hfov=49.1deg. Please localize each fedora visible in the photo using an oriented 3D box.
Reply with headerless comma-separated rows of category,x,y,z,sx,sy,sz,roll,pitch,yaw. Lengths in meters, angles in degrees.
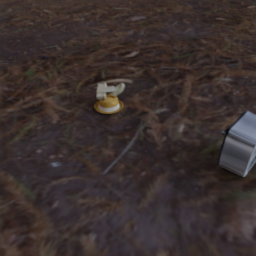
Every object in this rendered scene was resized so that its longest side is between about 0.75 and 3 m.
fedora,-0.861,-1.115,12.365,1.286,0.524,1.286,1,37,0

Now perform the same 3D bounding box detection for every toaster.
toaster,3.765,0.543,9.260,1.056,1.609,1.779,28,45,32

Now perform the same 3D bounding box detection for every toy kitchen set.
toy kitchen set,-0.940,-1.453,12.563,0.744,0.823,0.912,-5,48,7

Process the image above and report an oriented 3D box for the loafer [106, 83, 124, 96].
loafer,-0.596,-1.671,12.654,1.018,0.348,0.385,-42,42,9
